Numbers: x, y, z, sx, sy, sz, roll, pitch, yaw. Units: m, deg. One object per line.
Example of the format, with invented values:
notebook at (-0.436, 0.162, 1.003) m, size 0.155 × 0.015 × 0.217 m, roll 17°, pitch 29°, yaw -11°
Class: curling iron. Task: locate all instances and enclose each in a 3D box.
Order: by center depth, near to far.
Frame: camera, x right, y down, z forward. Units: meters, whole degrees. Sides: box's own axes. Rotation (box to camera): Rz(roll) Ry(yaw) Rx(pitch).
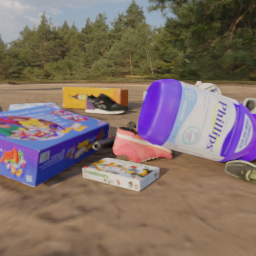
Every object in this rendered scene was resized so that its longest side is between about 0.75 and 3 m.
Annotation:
curling iron at (-0.251, 0.177, 5.537) m, size 0.263 × 0.510 × 2.059 m, roll 17°, pitch 12°, yaw 16°

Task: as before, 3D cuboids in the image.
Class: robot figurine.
robot figurine at (2.029, -0.747, 7.408) m, size 0.665 × 0.998 × 1.177 m, roll -19°, pitch -11°, yaw -4°

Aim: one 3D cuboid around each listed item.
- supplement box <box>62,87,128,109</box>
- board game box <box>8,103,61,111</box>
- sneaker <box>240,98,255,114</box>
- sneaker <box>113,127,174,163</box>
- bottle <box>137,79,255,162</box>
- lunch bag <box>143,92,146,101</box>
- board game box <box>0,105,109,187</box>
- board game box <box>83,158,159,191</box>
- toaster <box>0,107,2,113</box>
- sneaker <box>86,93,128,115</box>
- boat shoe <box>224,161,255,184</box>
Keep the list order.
supplement box at (-1.404, -1.257, 11.848) m, size 2.759 × 0.918 × 0.949 m, roll 6°, pitch 12°, yaw 22°
board game box at (-3.287, -0.570, 9.794) m, size 1.641 × 0.397 × 2.170 m, roll -5°, pitch 11°, yaw -20°
sneaker at (2.724, -0.222, 6.591) m, size 0.845 × 1.027 × 2.232 m, roll -1°, pitch 11°, yaw -7°
sneaker at (0.260, 0.404, 5.068) m, size 1.261 × 0.547 × 0.465 m, roll 21°, pitch 6°, yaw -27°
bottle at (1.463, 0.013, 4.615) m, size 2.543 × 1.062 × 0.830 m, roll 16°, pitch 2°, yaw -17°
lunch bag at (1.354, -1.519, 14.045) m, size 1.144 × 0.550 × 1.426 m, roll 2°, pitch 12°, yaw -3°
board game box at (-1.564, 0.144, 5.040) m, size 1.622 × 0.540 × 2.412 m, roll 16°, pitch 15°, yaw 16°
board game box at (-0.109, 0.685, 4.291) m, size 1.003 × 0.174 × 0.633 m, roll 7°, pitch 13°, yaw 30°
toaster at (-4.146, -0.292, 6.837) m, size 1.957 × 1.112 × 1.264 m, roll -9°, pitch 10°, yaw -21°
sneaker at (-0.856, -0.929, 10.644) m, size 1.745 × 0.764 × 0.661 m, roll 4°, pitch 12°, yaw 20°
boat shoe at (1.792, 0.672, 4.144) m, size 0.755 × 0.270 × 0.248 m, roll 13°, pitch 12°, yaw 33°
